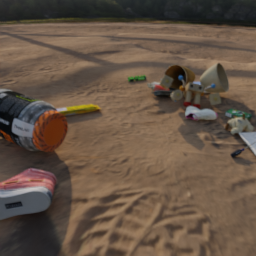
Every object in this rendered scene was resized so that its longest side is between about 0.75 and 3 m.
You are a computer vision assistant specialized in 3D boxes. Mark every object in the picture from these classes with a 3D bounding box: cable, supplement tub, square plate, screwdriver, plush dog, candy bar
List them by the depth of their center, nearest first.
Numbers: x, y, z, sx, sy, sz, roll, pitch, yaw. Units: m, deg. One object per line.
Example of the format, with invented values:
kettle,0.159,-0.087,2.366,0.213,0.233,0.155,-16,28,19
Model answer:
screwdriver,3.944,0.673,9.308,1.280,0.179,0.186,-21,49,-12
square plate,4.917,0.634,9.561,1.724,0.245,1.707,-1,27,-3
supplement tub,-3.545,-0.239,9.606,2.775,1.701,1.701,18,33,28
plush dog,4.175,-0.158,10.722,0.957,0.768,0.822,-12,6,-21
candy bar,-2.406,-0.747,12.175,2.468,0.273,0.615,-11,26,-19
cable,2.263,-1.889,13.791,2.702,0.680,1.312,1,12,6

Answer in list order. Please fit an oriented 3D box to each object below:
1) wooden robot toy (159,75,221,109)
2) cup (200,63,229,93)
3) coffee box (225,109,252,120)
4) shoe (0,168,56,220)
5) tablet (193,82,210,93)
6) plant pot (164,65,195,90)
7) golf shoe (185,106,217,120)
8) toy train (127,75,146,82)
wooden robot toy,2.757,-1.536,13.005,2.882,1.270,1.308,13,-4,-3
cup,4.256,-2.362,14.059,1.063,1.486,1.486,-17,14,37
coffee box,4.644,-0.530,11.824,0.936,0.206,0.576,24,34,39
shoe,-2.945,1.644,6.995,2.260,0.807,1.028,-7,21,0
tablet,3.643,-2.165,15.066,1.036,0.109,1.592,-3,28,-5
plant pot,2.845,-2.625,14.707,1.386,1.386,1.487,23,24,36
golf shoe,2.995,-0.492,11.593,1.313,0.495,0.601,11,45,25
toy train,0.532,-2.870,16.305,1.187,0.248,0.335,-10,39,-18
